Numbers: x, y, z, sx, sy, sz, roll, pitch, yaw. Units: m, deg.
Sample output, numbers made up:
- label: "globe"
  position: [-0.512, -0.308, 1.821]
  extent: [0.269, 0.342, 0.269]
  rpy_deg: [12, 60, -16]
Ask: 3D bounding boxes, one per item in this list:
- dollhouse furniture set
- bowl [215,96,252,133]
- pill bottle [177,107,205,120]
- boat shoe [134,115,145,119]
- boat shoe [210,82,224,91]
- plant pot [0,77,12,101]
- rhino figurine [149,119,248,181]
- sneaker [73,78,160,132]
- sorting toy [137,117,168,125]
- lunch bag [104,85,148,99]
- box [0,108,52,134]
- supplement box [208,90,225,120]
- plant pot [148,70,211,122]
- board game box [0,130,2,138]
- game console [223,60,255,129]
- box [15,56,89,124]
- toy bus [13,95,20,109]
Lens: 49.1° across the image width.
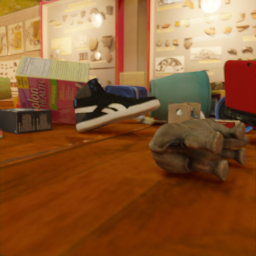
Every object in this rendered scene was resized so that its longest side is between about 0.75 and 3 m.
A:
- label: "dollhouse furniture set"
  position: [1.804, -0.079, 6.613]
  extent: [1.461, 1.024, 1.030]
  rpy_deg: [4, 8, 27]
- label: "bowl"
  position: [3.398, -0.458, 8.762]
  extent: [1.312, 1.312, 0.258]
  rpy_deg: [2, -7, 13]
- label: "pill bottle"
  position: [1.776, -0.191, 8.111]
  extent: [0.880, 0.880, 1.566]
  rpy_deg: [2, 7, 14]
- label: "boat shoe"
  position: [-0.072, -0.683, 11.624]
  extent: [1.568, 0.524, 0.577]
  rpy_deg: [8, 8, 8]
- label: "boat shoe"
  position: [3.455, -1.585, 10.539]
  extent: [1.086, 0.411, 0.401]
  rpy_deg: [-3, -9, 8]
- label: "plant pot"
  position: [-6.005, -1.763, 12.638]
  extent: [1.342, 1.460, 1.460]
  rpy_deg: [-8, 10, -24]
- label: "rhino figurine"
  position: [1.404, 0.241, 4.940]
  extent: [1.223, 0.836, 2.798]
  rpy_deg: [5, 7, 35]
- label: "sneaker"
  position: [-0.510, -0.924, 8.555]
  extent: [2.714, 1.518, 0.991]
  rpy_deg: [-16, -6, 13]
- label: "sorting toy"
  position: [1.239, -0.394, 12.051]
  extent: [1.619, 0.291, 2.173]
  rpy_deg: [-3, 8, -22]
- label: "lunch bag"
  position: [-0.174, -1.435, 14.927]
  extent: [2.421, 1.645, 1.602]
  rpy_deg: [9, 12, 41]
- label: "box"
  position: [-3.431, -0.264, 9.329]
  extent: [1.358, 0.707, 1.237]
  rpy_deg: [7, 11, 42]
- label: "supplement box"
  position: [4.050, -0.682, 10.083]
  extent: [2.535, 1.308, 1.659]
  rpy_deg: [-2, 4, -10]
- label: "plant pot"
  position: [1.723, -1.049, 10.115]
  extent: [1.932, 2.056, 2.056]
  rpy_deg: [0, 7, 0]
- label: "board game box"
  position: [-4.801, 0.187, 7.775]
  extent: [2.292, 0.223, 1.180]
  rpy_deg: [-4, 9, -29]
- label: "game console"
  position: [3.406, -0.560, 6.411]
  extent: [1.975, 1.360, 2.291]
  rpy_deg: [16, 8, -25]
- label: "box"
  position: [-2.734, -1.332, 10.465]
  extent: [2.430, 2.137, 1.175]
  rpy_deg: [5, 46, -9]
- label: "toy bus"
  position: [-4.260, -1.058, 12.792]
  extent: [2.661, 1.806, 2.555]
  rpy_deg: [2, 23, 35]
